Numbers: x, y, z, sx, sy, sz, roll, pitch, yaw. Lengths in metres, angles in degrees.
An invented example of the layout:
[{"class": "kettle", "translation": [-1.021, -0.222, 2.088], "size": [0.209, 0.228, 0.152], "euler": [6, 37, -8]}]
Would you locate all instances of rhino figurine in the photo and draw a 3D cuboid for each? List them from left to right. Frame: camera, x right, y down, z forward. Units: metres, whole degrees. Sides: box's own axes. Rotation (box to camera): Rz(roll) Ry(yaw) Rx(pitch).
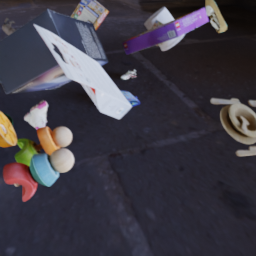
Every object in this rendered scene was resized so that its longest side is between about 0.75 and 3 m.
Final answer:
[{"class": "rhino figurine", "translation": [-4.593, -3.786, 11.348], "size": [0.364, 1.218, 0.533], "euler": [9, 62, 32]}]

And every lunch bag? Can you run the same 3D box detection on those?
[{"class": "lunch bag", "translation": [-0.183, -1.297, 12.313], "size": [1.314, 0.618, 0.989], "euler": [-9, 33, -28]}]

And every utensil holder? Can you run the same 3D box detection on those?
[{"class": "utensil holder", "translation": [1.647, -4.545, 12.898], "size": [1.276, 1.501, 1.276], "euler": [-36, 21, 16]}]

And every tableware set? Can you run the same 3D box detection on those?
[{"class": "tableware set", "translation": [3.554, -0.204, 7.336], "size": [2.601, 0.521, 1.719], "euler": [-1, 58, -27]}]

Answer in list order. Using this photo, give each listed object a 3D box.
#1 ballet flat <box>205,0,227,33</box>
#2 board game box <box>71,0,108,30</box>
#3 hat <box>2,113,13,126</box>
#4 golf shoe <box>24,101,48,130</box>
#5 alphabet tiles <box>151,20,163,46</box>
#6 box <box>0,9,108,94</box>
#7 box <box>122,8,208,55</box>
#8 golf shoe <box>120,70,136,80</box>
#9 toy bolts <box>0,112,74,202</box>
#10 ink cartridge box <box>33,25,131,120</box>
[{"class": "ballet flat", "translation": [2.369, -3.105, 7.740], "size": [0.326, 1.033, 0.354], "euler": [-33, 2, -13]}, {"class": "board game box", "translation": [-1.692, -4.536, 11.541], "size": [1.127, 1.487, 0.344], "euler": [42, 16, 8]}, {"class": "hat", "translation": [-5.582, -0.637, 9.835], "size": [2.386, 2.100, 1.976], "euler": [-23, 45, -22]}, {"class": "golf shoe", "translation": [-2.454, -0.335, 7.838], "size": [0.505, 0.614, 1.342], "euler": [-44, 10, -33]}, {"class": "alphabet tiles", "translation": [1.305, -4.091, 12.184], "size": [0.777, 0.930, 0.035], "euler": [35, 28, 8]}, {"class": "box", "translation": [-2.565, -2.378, 9.396], "size": [2.655, 1.636, 2.633], "euler": [-21, 2, 24]}, {"class": "box", "translation": [1.269, -3.453, 10.138], "size": [1.820, 0.520, 2.660], "euler": [-35, 21, -34]}, {"class": "golf shoe", "translation": [-0.008, -2.733, 14.428], "size": [0.914, 0.403, 0.353], "euler": [-20, 41, -24]}, {"class": "toy bolts", "translation": [-1.967, 0.374, 6.065], "size": [1.319, 1.816, 1.901], "euler": [-26, 42, -2]}, {"class": "ink cartridge box", "translation": [-1.181, -1.289, 6.956], "size": [2.460, 0.582, 1.970], "euler": [18, 32, -56]}]
